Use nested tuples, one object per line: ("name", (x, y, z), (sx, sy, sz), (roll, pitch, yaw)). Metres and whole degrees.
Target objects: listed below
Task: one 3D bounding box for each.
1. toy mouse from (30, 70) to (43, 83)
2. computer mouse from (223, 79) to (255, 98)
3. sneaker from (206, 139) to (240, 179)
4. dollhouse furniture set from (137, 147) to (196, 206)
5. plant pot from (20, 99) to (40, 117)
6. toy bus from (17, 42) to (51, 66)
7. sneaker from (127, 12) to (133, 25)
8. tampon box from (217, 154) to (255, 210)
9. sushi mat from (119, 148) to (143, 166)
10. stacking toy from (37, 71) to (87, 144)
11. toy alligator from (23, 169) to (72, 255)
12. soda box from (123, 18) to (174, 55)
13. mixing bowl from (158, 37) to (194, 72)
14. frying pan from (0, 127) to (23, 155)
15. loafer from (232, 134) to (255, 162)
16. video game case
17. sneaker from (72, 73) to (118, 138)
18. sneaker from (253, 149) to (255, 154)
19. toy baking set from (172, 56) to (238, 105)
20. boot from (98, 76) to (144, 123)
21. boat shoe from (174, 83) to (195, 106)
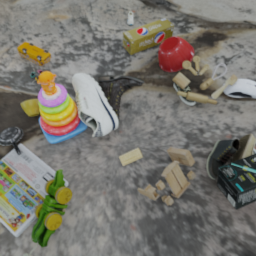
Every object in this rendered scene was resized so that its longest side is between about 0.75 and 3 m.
("toy mouse", (-4.012, -2.347, 12.375), (0.828, 0.160, 0.736), (-33, 62, -21))
("computer mouse", (5.179, -1.646, 11.673), (2.385, 0.523, 1.308), (4, 57, 2))
("sneaker", (3.223, 1.002, 9.522), (0.573, 0.814, 1.533), (33, 64, -17))
("dollhouse furniture set", (1.312, 1.691, 9.302), (1.977, 1.025, 0.875), (-42, 25, -24))
("plant pot", (-3.746, -0.753, 10.955), (0.767, 0.767, 0.545), (-15, 86, -10))
("toy bus", (-4.254, -3.346, 12.755), (1.673, 0.655, 0.545), (28, 58, 18))
("sneaker", (0.117, -5.669, 14.543), (0.326, 0.344, 0.853), (-2, 56, -3))
("tampon box", (3.601, 1.608, 8.521), (1.392, 0.879, 1.043), (-18, 41, -10))
("sushi mat", (0.095, 1.021, 9.823), (0.800, 0.048, 0.383), (-26, 94, 9))
("stacking toy", (-2.565, -0.906, 9.749), (1.628, 2.805, 1.539), (-25, 57, -14))
("toy alligator", (-2.321, 2.708, 8.328), (0.988, 0.716, 2.980), (15, 82, 50))
("soda box", (0.951, -4.375, 13.360), (2.428, 0.822, 0.777), (-25, 59, -17))
("mixing bowl", (1.956, -3.366, 12.254), (1.652, 0.894, 1.652), (-16, 54, 23))
("frying pan", (-4.339, 0.481, 10.212), (0.942, 0.253, 1.557), (-13, 41, -2))
("loafer", (4.041, 1.056, 9.736), (0.618, 0.685, 1.810), (30, 73, -11))
("video game case", (-3.644, 1.959, 9.361), (2.447, 0.280, 2.227), (34, 62, 20))
("sneaker", (-1.432, -0.882, 10.180), (1.057, 1.003, 2.626), (-27, 73, -29))
("sneaker", (4.614, 1.178, 9.844), (0.478, 0.493, 1.349), (-1, 47, -35))
("toy baking set", (3.126, -1.898, 11.317), (2.559, 0.298, 1.964), (19, 78, 1))
("boot", (-0.374, -1.068, 10.686), (2.038, 0.705, 1.774), (4, 95, 23))
("boat shoe", (2.334, -1.531, 11.634), (0.504, 0.454, 1.425), (-22, 58, -15))
